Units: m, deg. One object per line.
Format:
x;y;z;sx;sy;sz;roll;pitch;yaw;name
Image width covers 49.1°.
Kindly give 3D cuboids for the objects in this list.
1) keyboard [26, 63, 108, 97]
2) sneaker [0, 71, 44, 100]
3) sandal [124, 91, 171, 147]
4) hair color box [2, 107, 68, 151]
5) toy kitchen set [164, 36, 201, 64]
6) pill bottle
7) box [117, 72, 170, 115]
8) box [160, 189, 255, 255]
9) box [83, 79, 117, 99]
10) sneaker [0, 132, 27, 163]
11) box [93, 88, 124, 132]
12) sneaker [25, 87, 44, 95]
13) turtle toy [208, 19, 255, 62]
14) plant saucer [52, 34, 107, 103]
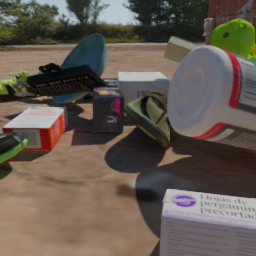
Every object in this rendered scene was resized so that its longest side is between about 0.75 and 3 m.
-1.949;-1.367;8.214;2.521;0.323;1.514;-3;-28;33;keyboard
-4.194;-1.661;10.600;2.607;0.996;0.983;-17;26;-40;sneaker
0.734;-0.477;6.515;1.184;0.851;2.981;40;23;0;sandal
-2.021;-0.034;6.392;0.950;0.548;1.713;0;20;0;hair color box
1.801;-2.086;9.193;1.269;2.154;1.725;21;49;5;toy kitchen set
2.304;-0.390;5.261;2.843;1.574;1.574;12;13;-22;pill bottle
0.417;-1.150;8.937;1.505;1.051;1.977;-1;18;-2;box
1.821;1.140;2.717;2.991;0.620;0.579;3;17;13;box
-0.594;-1.597;11.147;2.257;0.561;2.240;0;19;-3;box
-3.015;0.175;4.995;2.397;1.004;0.920;3;18;8;sneaker
-0.535;-0.513;7.269;0.765;0.881;1.442;0;19;-7;box
-3.158;-1.436;10.191;1.228;0.487;0.463;6;-4;17;sneaker
2.252;-1.452;6.881;1.362;2.694;1.964;28;61;-2;turtle toy
-1.662;-2.019;9.989;0.510;2.839;2.839;33;-4;-37;plant saucer
